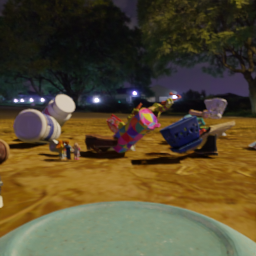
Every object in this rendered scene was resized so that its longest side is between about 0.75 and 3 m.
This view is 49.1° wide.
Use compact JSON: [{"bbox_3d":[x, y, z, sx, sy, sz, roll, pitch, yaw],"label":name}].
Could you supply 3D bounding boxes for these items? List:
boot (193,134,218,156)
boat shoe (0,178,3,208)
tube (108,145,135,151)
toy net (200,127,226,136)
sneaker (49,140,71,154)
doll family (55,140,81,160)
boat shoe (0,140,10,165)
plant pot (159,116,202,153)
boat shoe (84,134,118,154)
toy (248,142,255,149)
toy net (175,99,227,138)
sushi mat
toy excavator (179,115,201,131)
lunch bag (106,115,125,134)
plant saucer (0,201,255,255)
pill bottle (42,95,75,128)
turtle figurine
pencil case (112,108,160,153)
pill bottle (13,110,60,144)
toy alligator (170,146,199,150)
[{"bbox_3d":[2.228,0.484,7.992,0.337,0.602,0.871,5,-5,-32],"label":"boot"},{"bbox_3d":[-2.812,0.695,3.772,2.338,0.790,0.840,-1,5,9],"label":"boat shoe"},{"bbox_3d":[-0.414,0.551,9.104,1.272,0.369,0.330,-4,32,5],"label":"tube"},{"bbox_3d":[4.422,0.190,15.185,1.000,0.368,1.906,-2,4,-27],"label":"toy net"},{"bbox_3d":[-2.012,0.591,8.278,0.407,0.367,0.993,15,1,-39],"label":"sneaker"},{"bbox_3d":[-1.624,0.562,7.301,0.830,0.515,0.374,5,12,37],"label":"doll family"},{"bbox_3d":[-3.567,0.604,6.053,2.000,0.704,0.703,-7,-1,18],"label":"boat shoe"},{"bbox_3d":[1.376,0.204,7.162,0.811,0.729,0.811,-23,0,-11],"label":"plant pot"},{"bbox_3d":[-0.803,0.493,8.368,0.567,0.567,1.612,1,1,-32],"label":"boat shoe"},{"bbox_3d":[5.139,-0.090,9.469,2.281,0.538,1.313,-30,-4,10],"label":"toy"},{"bbox_3d":[2.129,-0.121,8.136,1.948,1.022,0.376,-39,14,47],"label":"toy net"},{"bbox_3d":[2.482,0.251,8.422,2.300,0.139,1.101,-9,-32,-53],"label":"sushi mat"},{"bbox_3d":[2.322,-0.121,11.437,0.652,1.270,1.306,-33,42,-7],"label":"toy excavator"},{"bbox_3d":[-0.361,0.046,11.542,0.995,0.463,1.129,36,-15,30],"label":"lunch bag"},{"bbox_3d":[-0.029,0.949,1.838,2.633,0.507,2.633,1,3,0],"label":"plant saucer"},{"bbox_3d":[-3.297,-0.565,12.680,1.108,1.108,1.955,-4,-29,-46],"label":"pill bottle"},{"bbox_3d":[0.556,-0.367,9.537,2.402,0.774,1.937,-14,14,48],"label":"turtle figurine"},{"bbox_3d":[0.154,0.124,8.255,0.727,0.727,1.646,-3,-27,-43],"label":"pencil case"},{"bbox_3d":[-3.322,0.028,10.537,1.167,1.167,2.017,0,-6,4],"label":"pill bottle"},{"bbox_3d":[2.006,0.541,9.399,0.510,0.370,1.540,-4,5,-43],"label":"toy alligator"}]
